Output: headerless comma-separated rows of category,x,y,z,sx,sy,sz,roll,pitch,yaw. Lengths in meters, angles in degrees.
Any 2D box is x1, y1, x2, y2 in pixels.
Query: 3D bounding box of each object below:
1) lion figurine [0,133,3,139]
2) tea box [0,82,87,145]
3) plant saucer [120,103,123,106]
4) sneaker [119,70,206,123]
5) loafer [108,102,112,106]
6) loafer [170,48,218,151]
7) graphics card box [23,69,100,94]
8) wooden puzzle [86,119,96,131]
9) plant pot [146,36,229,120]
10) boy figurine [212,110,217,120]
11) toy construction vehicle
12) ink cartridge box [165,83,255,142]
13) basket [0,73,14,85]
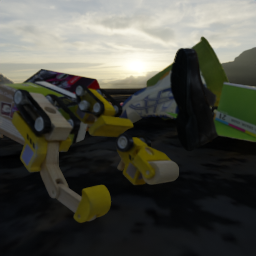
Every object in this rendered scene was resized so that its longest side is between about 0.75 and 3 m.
lion figurine,-2.624,-0.336,5.834,1.569,0.961,0.569,-11,-15,32
tea box,-1.387,-0.226,4.591,1.125,0.751,1.106,23,19,20
plant saucer,-0.009,-1.012,12.857,0.942,0.239,0.942,0,10,0
sneaker,0.865,-0.599,7.513,2.645,1.166,0.996,-32,-10,33
loafer,-1.061,-0.536,7.975,1.335,0.420,0.480,-1,-18,-28
loafer,0.973,-0.416,4.021,0.563,1.558,0.567,-16,34,-6
graphics card box,-2.363,-1.148,9.147,2.523,0.642,1.583,15,48,29
wooden puzzle,-1.529,-0.041,7.135,1.620,0.302,1.499,-1,8,29
plant pot,1.756,-1.287,8.596,2.116,2.228,2.228,-24,5,13
boy figurine,2.576,-0.311,7.628,1.420,0.457,0.883,4,-14,34
toy construction vehicle,-0.474,0.177,3.449,1.963,0.691,1.709,43,23,29
ink cartridge box,2.238,-0.374,5.488,2.479,0.939,1.832,7,13,-14
basket,-4.826,-1.293,9.038,1.168,1.439,1.452,20,-9,22
